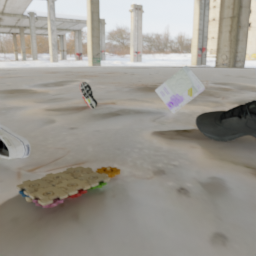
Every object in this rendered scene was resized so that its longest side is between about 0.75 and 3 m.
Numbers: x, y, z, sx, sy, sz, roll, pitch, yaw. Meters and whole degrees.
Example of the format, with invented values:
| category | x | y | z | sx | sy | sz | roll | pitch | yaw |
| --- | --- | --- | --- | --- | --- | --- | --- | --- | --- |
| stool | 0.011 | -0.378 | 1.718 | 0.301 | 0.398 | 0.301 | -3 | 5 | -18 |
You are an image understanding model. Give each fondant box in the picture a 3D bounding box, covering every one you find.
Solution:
| category | x | y | z | sx | sy | sz | roll | pitch | yaw |
| --- | --- | --- | --- | --- | --- | --- | --- | --- | --- |
| fondant box | 2.149 | -1.588 | 11.641 | 1.665 | 1.201 | 0.485 | -39 | -14 | 13 |

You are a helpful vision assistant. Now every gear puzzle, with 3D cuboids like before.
| category | x | y | z | sx | sy | sz | roll | pitch | yaw |
| --- | --- | --- | --- | --- | --- | --- | --- | --- | --- |
| gear puzzle | -0.999 | 1.073 | 5.456 | 1.079 | 0.273 | 2.084 | 11 | 16 | 42 |

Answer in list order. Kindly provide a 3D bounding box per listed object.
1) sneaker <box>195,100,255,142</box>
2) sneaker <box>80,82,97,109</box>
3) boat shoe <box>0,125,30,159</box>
| category | x | y | z | sx | sy | sz | roll | pitch | yaw |
| --- | --- | --- | --- | --- | --- | --- | --- | --- | --- |
| sneaker | 3.219 | -0.259 | 7.817 | 2.716 | 1.233 | 1.031 | 3 | 54 | 28 |
| sneaker | -1.898 | -1.452 | 12.604 | 0.533 | 1.384 | 0.588 | -40 | 39 | -27 |
| boat shoe | -3.307 | 0.391 | 7.168 | 1.898 | 0.683 | 0.624 | 21 | 20 | 33 |
